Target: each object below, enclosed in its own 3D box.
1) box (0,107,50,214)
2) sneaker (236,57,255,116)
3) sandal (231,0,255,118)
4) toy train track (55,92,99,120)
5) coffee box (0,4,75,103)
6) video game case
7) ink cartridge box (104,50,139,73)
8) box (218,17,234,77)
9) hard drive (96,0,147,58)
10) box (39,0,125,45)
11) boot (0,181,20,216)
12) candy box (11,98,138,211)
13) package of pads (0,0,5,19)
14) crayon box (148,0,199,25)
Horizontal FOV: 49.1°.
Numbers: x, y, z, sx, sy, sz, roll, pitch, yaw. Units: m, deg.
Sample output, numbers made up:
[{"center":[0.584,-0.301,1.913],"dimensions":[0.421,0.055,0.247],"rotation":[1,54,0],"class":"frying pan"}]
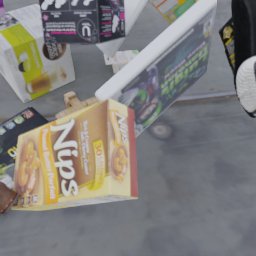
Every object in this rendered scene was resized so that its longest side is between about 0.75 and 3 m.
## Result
[{"center":[-3.035,0.773,7.463],"dimensions":[2.107,0.642,2.614],"rotation":[38,58,25],"class":"box"},{"center":[2.852,-0.926,4.893],"dimensions":[2.468,0.985,1.606],"rotation":[25,69,-23],"class":"sneaker"},{"center":[2.768,-1.441,6.025],"dimensions":[0.662,2.937,1.103],"rotation":[-19,34,1],"class":"sandal"},{"center":[-1.254,-0.389,8.628],"dimensions":[1.550,0.440,2.703],"rotation":[-28,55,-22],"class":"toy train track"},{"center":[-3.264,-2.540,9.410],"dimensions":[2.047,2.067,2.070],"rotation":[-30,55,-24],"class":"coffee box"},{"center":[0.713,-0.990,5.878],"dimensions":[2.706,2.460,0.316],"rotation":[-43,69,-6],"class":"video game case"},{"center":[-0.210,-2.464,10.438],"dimensions":[1.313,0.442,0.769],"rotation":[-7,49,-6],"class":"ink cartridge box"},{"center":[3.227,-2.201,6.866],"dimensions":[0.549,2.223,1.775],"rotation":[-10,79,-14],"class":"box"},{"center":[-0.223,-3.692,8.895],"dimensions":[0.349,2.612,1.723],"rotation":[20,23,-39],"class":"hard drive"},{"center":[-1.001,-2.717,6.823],"dimensions":[1.405,1.220,2.127],"rotation":[4,21,14],"class":"box"},{"center":[-2.657,0.938,4.927],"dimensions":[1.288,1.382,0.444],"rotation":[-5,46,58],"class":"boot"},{"center":[-1.042,0.611,4.975],"dimensions":[2.568,0.710,1.482],"rotation":[-18,65,36],"class":"candy box"},{"center":[-3.726,-2.703,5.859],"dimensions":[0.989,1.575,2.614],"rotation":[2,37,7],"class":"package of pads"},{"center":[1.454,-4.075,8.864],"dimensions":[1.111,1.767,0.456],"rotation":[-28,47,34],"class":"crayon box"}]
